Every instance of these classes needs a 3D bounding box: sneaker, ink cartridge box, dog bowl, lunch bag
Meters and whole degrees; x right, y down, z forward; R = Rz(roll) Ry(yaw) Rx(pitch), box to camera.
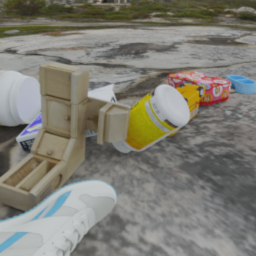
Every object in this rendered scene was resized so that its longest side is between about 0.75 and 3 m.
[{"bbox_3d":[-1.359,1.969,4.962,2.942,1.126,1.188,-25,41,-28],"label":"sneaker"},{"bbox_3d":[-1.825,-0.420,9.368,2.839,0.622,2.866,-14,26,12],"label":"ink cartridge box"},{"bbox_3d":[5.686,-2.232,14.152,1.057,0.470,1.896,-7,27,-14],"label":"dog bowl"},{"bbox_3d":[3.280,-1.917,12.804,2.274,1.058,2.582,-17,31,-31],"label":"lunch bag"}]

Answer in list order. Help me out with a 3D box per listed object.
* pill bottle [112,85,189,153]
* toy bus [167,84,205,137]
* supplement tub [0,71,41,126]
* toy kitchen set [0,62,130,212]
[{"bbox_3d":[0.507,-0.138,7.884,2.262,1.236,1.236,-35,3,37],"label":"pill bottle"},{"bbox_3d":[1.909,-0.791,10.398,0.945,1.137,2.904,14,29,30],"label":"toy bus"},{"bbox_3d":[-4.737,-1.090,10.077,2.716,1.975,1.975,6,27,11],"label":"supplement tub"},{"bbox_3d":[-1.419,0.235,6.498,2.225,2.727,2.460,14,28,13],"label":"toy kitchen set"}]
